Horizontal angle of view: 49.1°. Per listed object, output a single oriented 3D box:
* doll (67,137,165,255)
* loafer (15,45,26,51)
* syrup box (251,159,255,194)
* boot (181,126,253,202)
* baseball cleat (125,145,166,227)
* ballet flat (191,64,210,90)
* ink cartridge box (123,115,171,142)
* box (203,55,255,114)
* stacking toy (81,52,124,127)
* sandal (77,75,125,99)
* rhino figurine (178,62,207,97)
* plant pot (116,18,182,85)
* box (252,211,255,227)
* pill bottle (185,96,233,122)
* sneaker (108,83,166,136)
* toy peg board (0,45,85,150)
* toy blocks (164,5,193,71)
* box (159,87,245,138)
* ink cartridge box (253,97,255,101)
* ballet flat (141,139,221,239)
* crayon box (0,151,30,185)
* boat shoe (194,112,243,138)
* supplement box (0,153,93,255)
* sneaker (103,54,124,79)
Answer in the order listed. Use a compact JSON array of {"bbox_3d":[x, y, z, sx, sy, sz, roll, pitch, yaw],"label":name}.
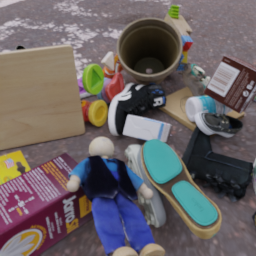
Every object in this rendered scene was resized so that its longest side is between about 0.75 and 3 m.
[{"bbox_3d":[-0.245,1.292,5.597,1.938,0.688,2.840,10,37,-32],"label":"doll"},{"bbox_3d":[-4.734,-3.080,12.699,0.891,0.825,2.370,-21,43,-25],"label":"loafer"},{"bbox_3d":[4.602,1.254,7.106,2.529,0.996,1.030,7,39,9],"label":"syrup box"},{"bbox_3d":[2.500,0.866,7.775,1.809,0.817,2.207,16,45,19],"label":"boot"},{"bbox_3d":[0.761,1.241,7.197,1.409,0.923,2.648,-9,40,-11],"label":"baseball cleat"},{"bbox_3d":[2.776,-1.856,10.534,0.470,0.491,1.395,-39,83,-29],"label":"ballet flat"},{"bbox_3d":[0.654,0.051,8.521,1.026,0.605,1.783,15,3,19],"label":"ink cartridge box"},{"bbox_3d":[3.180,-1.298,8.180,1.216,1.228,1.480,34,26,22],"label":"box"},{"bbox_3d":[-1.128,-1.400,9.741,0.955,2.047,2.262,7,39,28],"label":"stacking toy"},{"bbox_3d":[-1.563,-1.813,11.184,2.913,0.716,1.185,-11,41,-15],"label":"sandal"},{"bbox_3d":[2.392,-1.688,10.121,0.739,0.505,1.690,-36,90,-5],"label":"rhino figurine"},{"bbox_3d":[0.786,-2.577,10.591,2.307,2.002,2.307,-1,76,3],"label":"plant pot"},{"bbox_3d":[3.725,2.485,5.946,1.591,0.398,1.603,-1,45,-6],"label":"box"},{"bbox_3d":[2.713,-0.673,9.250,1.471,0.815,0.815,-8,39,-15],"label":"pill bottle"},{"bbox_3d":[0.449,-0.785,9.425,1.579,1.031,2.822,-1,35,21],"label":"sneaker"},{"bbox_3d":[-3.027,-1.079,8.749,2.844,2.832,1.391,-11,28,-14],"label":"toy peg board"},{"bbox_3d":[1.830,-3.219,11.707,1.436,2.874,1.965,-3,55,-27],"label":"toy blocks"},{"bbox_3d":[2.543,-0.666,10.127,2.035,0.265,2.490,-26,46,-28],"label":"box"},{"bbox_3d":[5.445,-1.537,10.887,2.654,0.668,1.446,16,40,18],"label":"ink cartridge box"},{"bbox_3d":[1.033,1.324,6.213,0.892,0.820,2.600,-24,46,-9],"label":"ballet flat"},{"bbox_3d":[-3.576,1.609,6.969,2.388,0.606,1.516,-22,45,-25],"label":"crayon box"},{"bbox_3d":[2.728,-0.167,8.334,2.054,0.581,0.705,10,56,-43],"label":"boat shoe"},{"bbox_3d":[-2.074,1.846,5.947,2.595,1.432,1.112,-27,48,-33],"label":"supplement box"},{"bbox_3d":[-0.398,-2.648,11.494,0.739,0.782,2.026,49,56,-1],"label":"sneaker"}]
